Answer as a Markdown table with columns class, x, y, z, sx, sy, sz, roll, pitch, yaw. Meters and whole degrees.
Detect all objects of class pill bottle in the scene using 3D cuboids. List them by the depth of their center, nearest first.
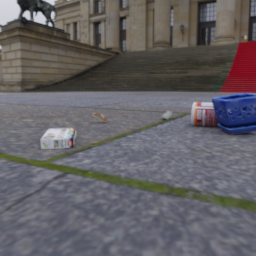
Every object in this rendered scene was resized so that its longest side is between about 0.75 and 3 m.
| class | x | y | z | sx | sy | sz | roll | pitch | yaw |
| --- | --- | --- | --- | --- | --- | --- | --- | --- | --- |
| pill bottle | 3.817 | -0.582 | 12.385 | 1.910 | 1.046 | 1.046 | 4 | 10 | 19 |

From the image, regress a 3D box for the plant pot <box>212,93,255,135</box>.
| class | x | y | z | sx | sy | sz | roll | pitch | yaw |
| --- | --- | --- | --- | --- | --- | --- | --- | --- | --- |
| plant pot | 4.271 | -0.554 | 10.894 | 1.536 | 1.381 | 1.536 | -8 | 10 | 0 |

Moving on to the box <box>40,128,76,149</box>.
| class | x | y | z | sx | sy | sz | roll | pitch | yaw |
| --- | --- | --- | --- | --- | --- | --- | --- | --- | --- |
| box | -2.256 | 0.323 | 9.270 | 0.986 | 0.311 | 1.793 | -1 | 10 | -7 |

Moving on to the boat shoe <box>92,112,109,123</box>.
| class | x | y | z | sx | sy | sz | roll | pitch | yaw |
| --- | --- | --- | --- | --- | --- | --- | --- | --- | --- |
| boat shoe | -1.282 | -0.510 | 13.391 | 0.838 | 0.301 | 0.317 | 25 | 6 | -12 |

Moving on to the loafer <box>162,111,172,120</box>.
| class | x | y | z | sx | sy | sz | roll | pitch | yaw |
| --- | --- | --- | --- | --- | --- | --- | --- | --- | --- |
| loafer | 2.059 | -0.686 | 14.804 | 0.390 | 0.389 | 1.116 | 18 | 17 | 17 |
